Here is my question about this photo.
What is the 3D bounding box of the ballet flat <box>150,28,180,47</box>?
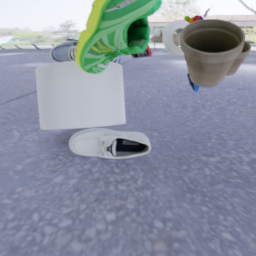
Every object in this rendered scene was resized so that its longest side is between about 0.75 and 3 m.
[{"bbox_3d":[1.321,-3.238,9.821,0.514,0.508,1.510,-35,40,-25],"label":"ballet flat"}]

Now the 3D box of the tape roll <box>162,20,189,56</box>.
[{"bbox_3d":[1.522,-2.697,8.422,1.057,1.057,0.193,-9,15,-22],"label":"tape roll"}]

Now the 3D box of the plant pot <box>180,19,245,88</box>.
[{"bbox_3d":[2.128,-1.844,7.330,1.550,1.345,1.550,-5,49,5],"label":"plant pot"}]

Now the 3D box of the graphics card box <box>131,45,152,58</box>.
[{"bbox_3d":[0.536,-3.378,12.336,0.918,0.576,0.234,0,55,26],"label":"graphics card box"}]

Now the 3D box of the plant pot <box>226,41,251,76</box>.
[{"bbox_3d":[3.281,-2.252,9.055,1.089,0.945,1.089,0,44,0],"label":"plant pot"}]

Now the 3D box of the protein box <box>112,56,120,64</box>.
[{"bbox_3d":[-0.848,-2.616,11.418,0.827,1.226,1.217,13,-13,2],"label":"protein box"}]

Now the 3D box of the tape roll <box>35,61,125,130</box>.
[{"bbox_3d":[-1.527,-1.010,9.232,2.821,1.937,2.821,-4,4,0],"label":"tape roll"}]

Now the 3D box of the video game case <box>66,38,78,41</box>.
[{"bbox_3d":[-2.039,-2.913,12.236,1.670,1.842,0.330,9,-10,4],"label":"video game case"}]

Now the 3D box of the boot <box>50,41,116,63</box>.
[{"bbox_3d":[-1.721,-2.694,9.910,2.574,0.936,1.163,-1,9,11],"label":"boot"}]

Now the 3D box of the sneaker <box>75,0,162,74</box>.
[{"bbox_3d":[-0.282,-1.818,5.815,1.253,2.999,1.111,35,66,-6],"label":"sneaker"}]

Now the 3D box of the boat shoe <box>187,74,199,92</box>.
[{"bbox_3d":[2.170,-1.541,9.314,0.336,0.799,0.274,-45,45,-19],"label":"boat shoe"}]

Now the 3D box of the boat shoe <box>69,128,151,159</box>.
[{"bbox_3d":[-0.506,0.523,8.029,2.348,0.845,0.772,5,14,-11],"label":"boat shoe"}]

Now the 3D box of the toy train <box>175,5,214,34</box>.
[{"bbox_3d":[2.533,-4.150,10.823,0.665,1.570,0.909,30,8,-46],"label":"toy train"}]
